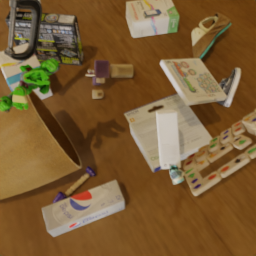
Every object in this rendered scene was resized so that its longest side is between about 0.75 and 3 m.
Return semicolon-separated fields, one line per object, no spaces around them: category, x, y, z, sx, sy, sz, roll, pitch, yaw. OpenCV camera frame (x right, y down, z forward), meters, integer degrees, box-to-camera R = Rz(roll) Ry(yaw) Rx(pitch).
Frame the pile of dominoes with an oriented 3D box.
pile of dominoes;2.245;0.202;6.102;2.692;2.098;0.429;-35;97;6

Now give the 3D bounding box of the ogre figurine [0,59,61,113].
ogre figurine;-1.891;-0.927;5.559;0.707;1.442;0.864;29;23;-15

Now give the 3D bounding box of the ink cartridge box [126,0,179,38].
ink cartridge box;1.008;-4.798;12.138;2.007;0.878;1.458;-11;59;-5

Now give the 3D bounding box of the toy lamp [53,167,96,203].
toy lamp;-1.584;1.759;8.272;0.420;0.420;1.442;38;66;21

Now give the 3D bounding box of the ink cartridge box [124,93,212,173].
ink cartridge box;1.286;0.082;9.292;2.203;0.486;2.244;-21;58;-13

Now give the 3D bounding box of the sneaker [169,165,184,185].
sneaker;1.109;1.007;6.502;0.331;0.853;0.368;-22;93;5

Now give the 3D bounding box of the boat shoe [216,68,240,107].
boat shoe;3.643;-1.560;10.281;0.596;0.631;1.760;21;67;11

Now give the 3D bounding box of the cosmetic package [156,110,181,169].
cosmetic package;0.990;0.263;6.966;0.486;0.692;1.365;-5;99;4

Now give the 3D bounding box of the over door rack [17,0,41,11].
over door rack;-4.588;-5.286;12.667;1.144;0.516;1.548;-5;58;-2

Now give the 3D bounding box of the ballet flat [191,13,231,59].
ballet flat;3.192;-3.829;11.373;0.995;0.933;2.750;43;67;-2

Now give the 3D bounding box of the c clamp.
c clamp;-2.954;-2.711;7.516;0.277;2.043;1.745;24;33;12

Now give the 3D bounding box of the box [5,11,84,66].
box;-3.040;-3.322;10.552;2.473;1.981;0.547;5;59;4

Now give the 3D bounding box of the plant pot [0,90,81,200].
plant pot;-3.278;0.746;7.796;2.943;2.742;2.742;-32;63;-6

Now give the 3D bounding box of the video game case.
video game case;1.795;-1.318;7.731;1.411;0.184;1.550;-10;59;-28

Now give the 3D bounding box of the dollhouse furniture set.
dollhouse furniture set;-0.725;-1.863;10.736;1.715;1.359;1.217;-7;13;-30

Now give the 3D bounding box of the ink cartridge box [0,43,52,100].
ink cartridge box;-3.730;-1.903;10.077;1.244;1.249;1.703;-26;62;-15

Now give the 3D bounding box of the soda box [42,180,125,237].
soda box;-1.196;2.230;7.775;2.159;0.737;0.685;-19;59;-11
